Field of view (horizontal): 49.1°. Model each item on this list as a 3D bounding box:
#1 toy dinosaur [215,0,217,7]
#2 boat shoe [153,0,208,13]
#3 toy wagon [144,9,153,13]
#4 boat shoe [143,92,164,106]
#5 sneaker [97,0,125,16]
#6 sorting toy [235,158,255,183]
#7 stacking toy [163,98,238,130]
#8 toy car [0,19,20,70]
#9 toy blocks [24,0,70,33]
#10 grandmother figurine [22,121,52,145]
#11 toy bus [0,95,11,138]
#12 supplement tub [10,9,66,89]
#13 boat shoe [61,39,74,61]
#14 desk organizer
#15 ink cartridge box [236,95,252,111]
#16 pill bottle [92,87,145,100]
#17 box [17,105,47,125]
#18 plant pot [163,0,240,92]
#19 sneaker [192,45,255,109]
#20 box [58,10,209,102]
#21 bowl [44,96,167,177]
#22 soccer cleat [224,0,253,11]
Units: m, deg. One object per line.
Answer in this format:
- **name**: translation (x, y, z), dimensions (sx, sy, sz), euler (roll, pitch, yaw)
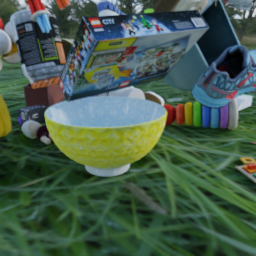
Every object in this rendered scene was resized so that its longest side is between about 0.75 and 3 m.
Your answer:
- **toy dinosaur**: translation (2.406, -3.992, 8.003), dimensions (0.223, 0.940, 0.414), euler (-10, -6, 37)
- **boat shoe**: translation (0.771, -2.214, 6.922), dimensions (0.923, 2.842, 1.025), euler (21, 33, -35)
- **toy wagon**: translation (0.868, -3.349, 10.767), dimensions (0.457, 1.793, 2.311), euler (-1, 45, 14)
- **boat shoe**: translation (1.021, -1.309, 12.583), dimensions (0.724, 0.740, 2.090), euler (-12, 21, -29)
- **sneaker**: translation (-0.429, -4.226, 11.882), dimensions (2.311, 1.335, 0.934), euler (13, -10, -40)
- **sorting toy**: translation (3.223, 1.016, 6.679), dimensions (0.982, 0.238, 1.745), euler (-5, 20, -14)
- **stacking toy**: translation (2.376, -0.507, 9.935), dimensions (2.739, 1.169, 1.169), euler (0, 19, 14)
- **toy car**: translation (-4.242, -2.844, 9.008), dimensions (1.786, 1.530, 2.041), euler (-31, 11, 48)
- **toy blocks**: translation (-1.988, -3.138, 7.007), dimensions (1.111, 1.333, 0.484), euler (-23, 3, -11)
- **grandmother figurine**: translation (-2.283, 0.133, 8.670), dimensions (2.162, 0.655, 1.311), euler (8, 10, 15)
- **toy bus**: translation (-5.018, 0.050, 7.683), dimensions (2.609, 1.770, 2.505), euler (0, 35, 8)
- **supplement tub**: translation (-2.467, -2.182, 7.921), dimensions (1.234, 2.014, 1.234), euler (-11, 9, 2)
- **boat shoe**: translation (-1.639, -2.571, 9.917), dimensions (2.849, 1.039, 0.896), euler (12, 20, 24)
- **desk organizer**: translation (-3.730, -1.599, 12.772), dimensions (1.072, 1.151, 2.990), euler (0, 19, 0)
- **ink cartridge box**: translation (4.233, -1.165, 12.549), dimensions (2.181, 0.546, 1.755), euler (-16, 24, -42)
- **pill bottle**: translation (-0.578, -1.259, 11.428), dimensions (1.417, 1.417, 2.523), euler (-18, 27, -42)
- **box**: translation (-3.501, -0.460, 10.364), dimensions (0.512, 0.590, 0.965), euler (17, 26, 37)
- **plant pot**: translation (1.950, -2.419, 8.920), dimensions (2.152, 2.112, 2.107), euler (-7, 35, 50)
- **sneaker**: translation (2.944, -1.537, 7.281), dimensions (2.798, 1.336, 1.109), euler (-33, 63, -29)
- **box**: translation (0.087, -1.402, 5.422), dimensions (2.579, 0.486, 1.762), euler (-19, -15, -34)
- **bowl**: translation (-0.513, 0.260, 6.873), dimensions (2.844, 1.530, 2.844), euler (0, 18, 0)
- **soccer cleat**: translation (2.786, -3.498, 7.130), dimensions (0.818, 0.659, 1.921), euler (40, 18, 19)
